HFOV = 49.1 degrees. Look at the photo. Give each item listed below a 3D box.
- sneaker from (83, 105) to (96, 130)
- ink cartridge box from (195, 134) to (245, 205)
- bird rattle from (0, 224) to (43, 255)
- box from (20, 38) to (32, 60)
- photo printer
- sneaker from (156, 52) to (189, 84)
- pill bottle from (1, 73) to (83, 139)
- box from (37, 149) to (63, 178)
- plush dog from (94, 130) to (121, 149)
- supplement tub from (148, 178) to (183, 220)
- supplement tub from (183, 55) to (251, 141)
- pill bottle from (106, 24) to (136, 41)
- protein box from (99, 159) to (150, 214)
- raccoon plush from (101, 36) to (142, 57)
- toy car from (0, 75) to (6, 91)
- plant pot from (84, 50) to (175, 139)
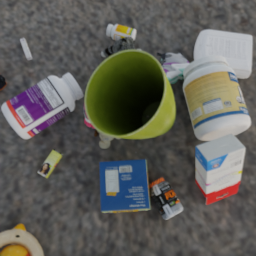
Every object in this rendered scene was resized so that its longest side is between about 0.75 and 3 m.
[{"bbox_3d":[-0.581,-1.339,9.613,1.194,1.106,2.962,16,56,11],"label":"sneaker"},{"bbox_3d":[2.772,1.330,8.627,1.236,2.127,0.715,-18,41,-9],"label":"ink cartridge box"},{"bbox_3d":[-3.482,4.038,7.809,2.284,1.578,2.802,-32,76,-20],"label":"bird rattle"},{"bbox_3d":[-3.963,-3.054,10.868,0.193,0.180,0.931,-23,73,-8],"label":"box"},{"bbox_3d":[3.513,-2.779,10.485,2.062,0.716,1.715,8,71,3],"label":"photo printer"},{"bbox_3d":[1.289,-2.217,10.338,1.959,0.762,1.370,-23,71,-17],"label":"sneaker"},{"bbox_3d":[-2.811,-0.808,9.452,2.492,1.401,1.401,-34,74,-11],"label":"pill bottle"},{"bbox_3d":[-2.601,1.194,9.383,0.355,0.237,0.944,28,73,9],"label":"box"},{"bbox_3d":[-0.761,0.102,9.575,0.968,0.777,0.831,-36,51,-11],"label":"plush dog"},{"bbox_3d":[1.145,2.204,8.780,0.711,0.711,1.160,-28,74,-9],"label":"supplement tub"},{"bbox_3d":[2.836,-0.956,9.308,1.766,1.766,2.441,-9,71,-3],"label":"supplement tub"},{"bbox_3d":[-0.279,-3.646,10.850,1.065,0.601,0.601,17,72,5],"label":"pill bottle"},{"bbox_3d":[-0.119,1.848,8.748,1.470,0.999,1.480,-4,71,-1],"label":"protein box"},{"bbox_3d":[-0.163,-2.620,10.393,0.782,1.617,1.084,-20,91,-43],"label":"raccoon plush"},{"bbox_3d":[-5.467,-1.075,9.638,0.982,1.447,2.950,2,60,34],"label":"toy car"},{"bbox_3d":[0.432,-0.660,8.565,2.459,2.628,2.459,-7,73,26],"label":"plant pot"}]
